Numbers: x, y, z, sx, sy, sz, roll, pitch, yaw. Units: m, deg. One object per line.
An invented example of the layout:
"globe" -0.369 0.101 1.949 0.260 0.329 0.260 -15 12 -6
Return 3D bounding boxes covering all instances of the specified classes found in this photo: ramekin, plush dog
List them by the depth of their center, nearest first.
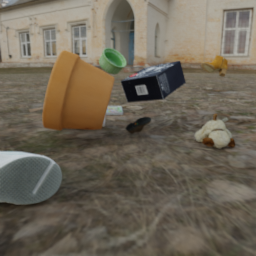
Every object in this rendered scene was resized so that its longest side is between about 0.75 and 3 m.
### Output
"plush dog" 2.484 0.192 7.771 1.072 0.860 0.921 0 37 -2
"ramekin" -0.478 -1.932 8.194 0.772 0.377 0.772 23 43 -23

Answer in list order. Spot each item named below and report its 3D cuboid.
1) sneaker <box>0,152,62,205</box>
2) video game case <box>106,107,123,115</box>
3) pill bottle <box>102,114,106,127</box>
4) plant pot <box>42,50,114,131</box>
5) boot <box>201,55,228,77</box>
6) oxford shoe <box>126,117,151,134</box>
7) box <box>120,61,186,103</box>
"sneaker" -2.592 0.873 4.750 2.787 0.980 1.117 2 3 -18
"video game case" -0.947 -0.784 12.691 1.353 0.164 1.486 -1 14 -3
"pill bottle" -1.470 -0.409 9.754 1.336 0.754 0.754 7 14 -3
"plant pot" -1.302 -0.872 7.819 1.543 2.204 2.204 15 13 -6
"boot" 2.808 -2.107 9.112 0.952 0.681 0.335 21 -28 -13
"oxford shoe" 0.370 -0.075 8.747 0.849 0.358 0.308 -25 41 21
"box" 0.850 -1.556 9.531 1.601 0.833 1.458 0 27 43
